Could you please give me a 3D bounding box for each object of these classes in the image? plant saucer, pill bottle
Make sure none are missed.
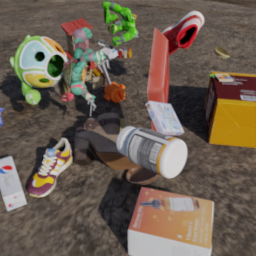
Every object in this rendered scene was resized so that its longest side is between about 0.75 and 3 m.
[{"bbox_3d":[1.039,-1.427,9.085,0.460,2.507,2.502,3,61,10],"label":"plant saucer"},{"bbox_3d":[0.587,1.443,9.145,1.338,0.230,1.338,-20,22,9],"label":"plant saucer"},{"bbox_3d":[0.503,0.498,6.481,0.894,0.894,1.536,-30,34,-35],"label":"pill bottle"}]

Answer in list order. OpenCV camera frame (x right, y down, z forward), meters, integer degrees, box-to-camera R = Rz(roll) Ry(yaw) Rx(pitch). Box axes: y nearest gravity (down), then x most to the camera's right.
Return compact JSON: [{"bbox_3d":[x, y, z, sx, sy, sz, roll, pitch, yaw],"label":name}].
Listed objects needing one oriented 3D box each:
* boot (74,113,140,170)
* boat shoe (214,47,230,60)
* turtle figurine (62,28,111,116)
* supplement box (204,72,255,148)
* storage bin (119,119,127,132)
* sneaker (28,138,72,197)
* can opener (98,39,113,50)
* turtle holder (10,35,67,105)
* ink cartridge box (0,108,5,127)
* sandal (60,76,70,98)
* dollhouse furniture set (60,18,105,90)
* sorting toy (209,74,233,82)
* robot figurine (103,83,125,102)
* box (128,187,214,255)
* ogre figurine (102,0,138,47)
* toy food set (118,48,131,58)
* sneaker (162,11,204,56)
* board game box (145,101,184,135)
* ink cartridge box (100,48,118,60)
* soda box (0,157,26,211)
[{"bbox_3d":[-0.641,0.361,10.044,2.922,1.026,2.137,0,49,17],"label":"boot"},{"bbox_3d":[3.841,-3.063,11.650,1.184,0.372,0.432,-8,67,-52],"label":"boat shoe"},{"bbox_3d":[-1.497,-1.912,9.383,1.388,2.064,2.758,7,55,-24],"label":"turtle figurine"},{"bbox_3d":[4.676,-0.792,11.276,2.754,1.854,2.792,5,35,8],"label":"supplement box"},{"bbox_3d":[-0.487,0.051,11.336,0.924,0.436,0.930,-1,35,-1],"label":"storage bin"},{"bbox_3d":[-2.580,1.228,9.126,0.826,0.993,2.203,9,36,13],"label":"sneaker"},{"bbox_3d":[-0.985,-3.662,12.376,0.780,0.259,0.205,14,33,-37],"label":"can opener"},{"bbox_3d":[-3.070,-2.077,9.630,1.556,1.665,2.191,21,60,37],"label":"turtle holder"},{"bbox_3d":[-6.220,0.160,11.023,1.775,0.624,2.975,2,38,2],"label":"ink cartridge box"},{"bbox_3d":[-3.139,-2.170,14.425,0.514,0.764,1.903,9,25,-25],"label":"sandal"},{"bbox_3d":[-1.726,-3.271,12.190,1.188,1.572,2.922,-26,58,-24],"label":"dollhouse furniture set"},{"bbox_3d":[3.756,-2.057,11.356,0.844,0.124,0.624,-1,35,-2],"label":"sorting toy"},{"bbox_3d":[-0.650,-1.747,13.639,0.773,0.953,1.325,16,20,-40],"label":"robot figurine"},{"bbox_3d":[1.099,2.555,7.176,1.943,1.033,1.479,9,36,12],"label":"box"},{"bbox_3d":[-0.329,-4.678,12.446,1.303,1.066,2.173,-10,55,-25],"label":"ogre figurine"},{"bbox_3d":[-0.442,-5.016,18.508,1.325,0.596,0.633,23,41,29],"label":"toy food set"},{"bbox_3d":[1.863,-3.600,11.614,1.043,2.663,1.538,39,45,-11],"label":"sneaker"},{"bbox_3d":[0.971,-0.243,7.389,0.918,0.189,0.920,3,56,-45],"label":"board game box"},{"bbox_3d":[-1.256,-4.923,18.393,0.667,0.390,1.149,-35,45,-12],"label":"ink cartridge box"},{"bbox_3d":[-3.715,1.696,8.788,0.573,0.613,1.799,-18,38,-24],"label":"soda box"}]
